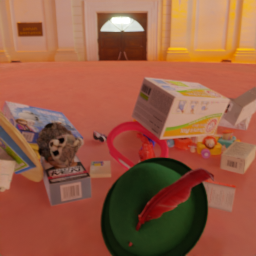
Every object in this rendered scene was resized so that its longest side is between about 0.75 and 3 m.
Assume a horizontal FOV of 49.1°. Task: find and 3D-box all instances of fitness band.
[{"bbox_3d":[0.248,0.536,7.970,1.368,0.357,1.905,-38,53,-21],"label":"fitness band"}]

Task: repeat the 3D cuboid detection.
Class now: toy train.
[{"bbox_3d":[2.602,0.329,9.389,2.365,0.658,1.776,-7,19,-20],"label":"toy train"}]

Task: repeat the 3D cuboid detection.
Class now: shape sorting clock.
[{"bbox_3d":[-2.866,0.326,6.614,2.430,2.430,0.477,14,49,37],"label":"shape sorting clock"}]

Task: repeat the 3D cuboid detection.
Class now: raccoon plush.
[{"bbox_3d":[-1.382,0.408,7.106,1.235,0.892,1.843,22,16,29],"label":"raccoon plush"}]

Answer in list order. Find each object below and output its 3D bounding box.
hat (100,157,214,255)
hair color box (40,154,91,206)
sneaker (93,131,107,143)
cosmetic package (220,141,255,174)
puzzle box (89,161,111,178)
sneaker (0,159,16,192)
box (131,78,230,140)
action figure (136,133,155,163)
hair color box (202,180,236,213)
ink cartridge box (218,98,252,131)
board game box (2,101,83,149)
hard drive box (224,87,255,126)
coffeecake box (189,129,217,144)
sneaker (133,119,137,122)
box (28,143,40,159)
[{"bbox_3d":[0.041,0.858,4.028,2.272,2.000,1.882,-32,48,12],"label":"hat"},{"bbox_3d":[-1.589,1.150,6.887,0.914,0.560,1.846,-7,16,-22],"label":"hair color box"},{"bbox_3d":[-0.980,0.330,10.080,0.324,0.302,0.752,-8,29,-40],"label":"sneaker"},{"bbox_3d":[3.205,0.830,8.120,0.668,0.472,1.291,12,21,35],"label":"cosmetic package"},{"bbox_3d":[-0.760,1.136,7.758,0.573,0.110,0.862,-2,17,-3],"label":"puzzle box"},{"bbox_3d":[-3.135,1.148,6.591,0.611,0.696,1.736,9,-16,-33],"label":"sneaker"},{"bbox_3d":[1.627,-0.598,8.515,2.535,1.285,1.426,-3,31,-39],"label":"box"},{"bbox_3d":[0.577,0.498,8.383,0.658,0.832,2.545,-12,21,13],"label":"action figure"},{"bbox_3d":[1.600,1.313,5.619,0.991,0.503,0.304,10,0,20],"label":"hair color box"},{"bbox_3d":[4.343,-0.612,11.562,1.332,0.559,1.170,13,60,35],"label":"ink cartridge box"},{"bbox_3d":[-2.764,-0.103,8.991,2.044,0.443,2.034,10,20,-39],"label":"board game box"},{"bbox_3d":[4.298,-0.791,10.362,1.291,1.006,0.496,-29,56,-25],"label":"hard drive box"},{"bbox_3d":[2.234,-0.078,10.629,1.388,0.661,1.808,-17,24,-41],"label":"coffeecake box"},{"bbox_3d":[0.764,-0.065,10.613,0.760,0.770,1.968,-7,9,-15],"label":"sneaker"},{"bbox_3d":[-2.722,0.711,8.585,1.146,0.431,0.287,11,20,27],"label":"box"}]
